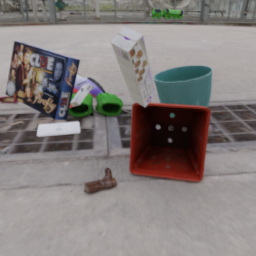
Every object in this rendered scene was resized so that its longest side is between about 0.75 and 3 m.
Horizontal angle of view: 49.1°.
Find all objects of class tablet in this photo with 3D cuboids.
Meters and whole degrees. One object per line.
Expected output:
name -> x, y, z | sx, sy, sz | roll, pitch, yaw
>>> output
tablet -> -2.424, 0.029, 9.815 | 1.429, 0.098, 0.930 | -5, 26, -10

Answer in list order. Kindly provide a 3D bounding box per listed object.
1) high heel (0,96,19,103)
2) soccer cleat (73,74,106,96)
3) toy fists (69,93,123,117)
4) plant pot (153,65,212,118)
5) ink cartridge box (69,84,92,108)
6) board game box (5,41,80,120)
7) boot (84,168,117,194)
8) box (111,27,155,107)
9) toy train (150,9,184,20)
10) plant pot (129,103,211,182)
high heel -> -5.156, -1.214, 12.122 | 1.029, 0.347, 0.494 | -2, 11, 32
soccer cleat -> -2.270, -1.957, 13.291 | 2.764, 0.943, 1.012 | 28, 73, 25
toy fists -> -1.325, -0.933, 11.101 | 2.253, 0.775, 1.148 | -2, 33, -8
plant pot -> 2.103, -1.228, 10.417 | 2.087, 1.675, 2.087 | -10, 23, 4
ink cartridge box -> -1.517, -0.975, 8.587 | 0.688, 0.175, 0.781 | -8, 44, 49
board game box -> -2.299, -1.277, 7.262 | 2.264, 1.534, 0.392 | 23, 14, 33
boot -> -0.765, 1.311, 6.979 | 0.801, 0.257, 0.747 | -14, 27, -17
box -> 0.116, -0.776, 3.945 | 0.313, 1.509, 0.292 | 35, 79, 22
toy train -> 1.488, -4.280, 10.507 | 1.334, 0.278, 0.376 | -6, -17, -17
plant pot -> 1.134, 0.176, 7.681 | 1.880, 1.882, 1.658 | 5, 14, 10
